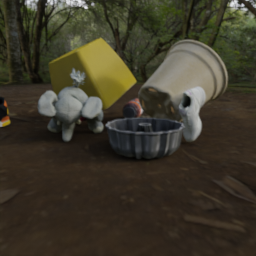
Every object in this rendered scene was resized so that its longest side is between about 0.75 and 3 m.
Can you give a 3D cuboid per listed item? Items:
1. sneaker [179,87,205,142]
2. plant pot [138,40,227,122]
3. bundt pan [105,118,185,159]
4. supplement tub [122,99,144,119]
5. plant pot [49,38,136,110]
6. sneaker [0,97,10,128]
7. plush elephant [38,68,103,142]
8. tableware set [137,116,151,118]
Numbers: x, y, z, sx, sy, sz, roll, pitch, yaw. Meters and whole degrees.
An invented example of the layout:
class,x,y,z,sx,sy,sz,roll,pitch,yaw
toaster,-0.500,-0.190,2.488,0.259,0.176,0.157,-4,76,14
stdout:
class,x,y,z,sx,sy,sz,roll,pitch,yaw
sneaker,1.807,-0.375,8.528,0.863,1.732,0.648,-13,25,-35
plant pot,1.698,-1.329,9.670,2.525,2.525,2.311,13,48,47
bundt pan,0.467,0.288,7.841,2.188,0.821,2.188,-1,12,0
supplement tub,0.252,-0.833,12.919,0.861,0.861,1.610,3,16,15
plant pot,-1.650,-2.136,11.522,2.598,2.292,2.598,-9,26,36
sneaker,-5.455,-0.504,10.491,0.994,1.278,2.841,1,12,5
plush elephant,-1.870,-0.486,9.197,2.038,2.475,1.916,7,30,0
tableware set,0.680,-0.370,11.174,1.049,0.210,0.693,0,34,45
